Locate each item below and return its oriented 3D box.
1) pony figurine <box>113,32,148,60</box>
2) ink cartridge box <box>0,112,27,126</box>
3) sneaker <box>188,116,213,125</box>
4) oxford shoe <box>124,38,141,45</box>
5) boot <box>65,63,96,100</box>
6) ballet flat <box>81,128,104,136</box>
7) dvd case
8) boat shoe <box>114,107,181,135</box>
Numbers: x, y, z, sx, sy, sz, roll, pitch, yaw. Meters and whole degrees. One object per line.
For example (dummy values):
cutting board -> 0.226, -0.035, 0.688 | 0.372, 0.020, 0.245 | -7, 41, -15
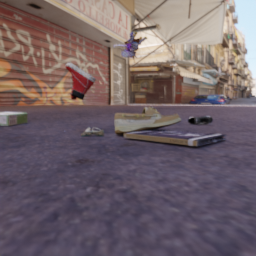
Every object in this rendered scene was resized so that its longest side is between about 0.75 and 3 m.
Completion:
pony figurine -> 0.093, -2.829, 9.752 | 0.944, 0.978, 0.814 | 0, 46, -35
ink cartridge box -> -6.542, -0.452, 13.808 | 2.470, 0.592, 1.797 | 3, 7, 9
sneaker -> 3.425, -0.334, 13.485 | 1.227, 0.408, 0.555 | 0, 8, 33
oxford shoe -> 0.255, -4.279, 14.106 | 1.025, 0.365, 0.366 | -16, 9, -28
boot -> -2.034, -1.709, 10.495 | 1.567, 1.130, 0.567 | 37, 6, 32
ballet flat -> -1.211, 0.129, 9.542 | 0.785, 0.295, 0.266 | 0, 12, 0
dvd case -> 1.426, 0.270, 8.664 | 2.545, 0.203, 1.892 | 4, 6, 41
boat shoe -> 0.694, -0.330, 9.825 | 2.437, 0.809, 0.902 | -9, -5, -18
